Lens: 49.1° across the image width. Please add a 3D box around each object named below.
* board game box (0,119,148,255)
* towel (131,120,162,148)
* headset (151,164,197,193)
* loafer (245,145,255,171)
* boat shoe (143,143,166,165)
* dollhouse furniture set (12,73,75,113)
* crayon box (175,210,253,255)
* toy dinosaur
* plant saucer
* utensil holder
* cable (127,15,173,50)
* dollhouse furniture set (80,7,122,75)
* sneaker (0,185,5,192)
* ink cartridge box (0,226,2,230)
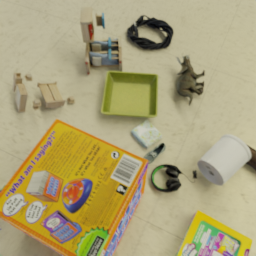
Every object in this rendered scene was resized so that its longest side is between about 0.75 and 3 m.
[{"bbox_3d":[-1.347,2.030,7.824,2.807,2.807,2.809,24,62,13],"label":"board game box"},{"bbox_3d":[0.694,0.240,10.451,0.808,0.227,0.944,-32,64,-21],"label":"towel"},{"bbox_3d":[1.506,1.628,9.317,1.529,0.718,0.944,-3,59,11],"label":"headset"},{"bbox_3d":[4.407,1.005,9.747,1.737,0.617,0.634,38,66,21],"label":"loafer"},{"bbox_3d":[0.917,0.907,9.971,1.092,0.337,0.397,-36,65,-20],"label":"boat shoe"},{"bbox_3d":[-3.452,-1.341,11.353,2.016,0.984,1.719,-9,57,-33],"label":"dollhouse furniture set"},{"bbox_3d":[2.363,3.755,8.098,1.760,0.595,2.040,26,61,16],"label":"crayon box"},{"bbox_3d":[2.444,-1.762,11.406,1.253,0.943,2.450,5,64,17],"label":"toy dinosaur"},{"bbox_3d":[0.100,-1.253,11.174,2.140,0.512,2.137,4,59,2],"label":"plant saucer"},{"bbox_3d":[3.195,1.088,9.401,1.383,1.175,1.175,-40,66,-18],"label":"utensil holder"},{"bbox_3d":[1.030,-4.412,13.051,1.821,0.567,2.232,-40,67,-21],"label":"cable"},{"bbox_3d":[-1.046,-3.512,11.529,1.569,2.226,1.560,-3,59,-2],"label":"dollhouse furniture set"},{"bbox_3d":[-3.944,2.012,9.309,0.755,0.316,0.280,-36,58,-20],"label":"sneaker"},{"bbox_3d":[-4.813,2.518,8.824,1.055,0.416,2.122,-26,73,-15],"label":"ink cartridge box"}]
